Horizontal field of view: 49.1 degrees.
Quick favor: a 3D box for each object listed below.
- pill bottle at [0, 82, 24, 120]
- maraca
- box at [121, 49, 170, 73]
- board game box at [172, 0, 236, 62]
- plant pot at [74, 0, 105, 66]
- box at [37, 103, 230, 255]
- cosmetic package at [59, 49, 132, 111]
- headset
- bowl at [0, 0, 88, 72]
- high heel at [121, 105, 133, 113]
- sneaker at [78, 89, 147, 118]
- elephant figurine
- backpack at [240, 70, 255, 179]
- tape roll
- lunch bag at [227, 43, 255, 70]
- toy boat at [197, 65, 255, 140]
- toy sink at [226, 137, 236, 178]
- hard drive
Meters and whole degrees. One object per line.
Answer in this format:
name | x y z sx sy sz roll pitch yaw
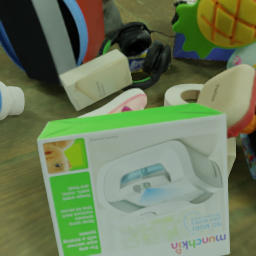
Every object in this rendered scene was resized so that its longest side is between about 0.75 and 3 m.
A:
pill bottle | -3.460 -0.645 6.645 0.989 0.989 1.763 37 26 32
maraca | 2.572 -2.946 7.350 2.884 1.977 1.543 -18 23 36
box | 0.548 -2.147 8.891 1.522 0.533 0.489 -8 43 -9
board game box | 2.784 -3.694 9.901 2.254 1.369 2.827 7 44 7
plant pot | -2.025 -3.464 8.909 2.477 2.479 2.185 13 38 20
box | 0.119 0.883 4.323 2.475 2.184 1.196 -7 13 -6
cosmetic package | -0.759 -1.182 6.867 1.579 0.817 0.577 -30 48 -12
headset | 0.524 -2.366 7.899 1.850 1.407 2.996 44 71 10
bowl | -2.424 -2.689 7.795 2.880 2.880 0.565 16 40 16
high heel | 0.223 -0.151 5.669 0.849 0.286 0.407 38 19 -13
sneaker | -0.147 0.162 6.220 1.469 1.058 2.810 46 41 9
elephant figurine | -1.215 -4.720 10.029 2.081 2.683 1.898 -28 50 -26
backpack | 3.896 -0.011 5.747 2.626 1.766 2.397 1 44 2
tape roll | 1.785 -0.675 7.338 1.673 0.306 1.673 0 34 0
lunch bag | 4.546 -2.083 8.010 2.396 1.715 2.813 36 62 28
toy boat | 2.068 -0.346 5.441 1.181 1.179 1.806 42 52 -20
toy sink | 1.804 0.336 6.042 0.754 0.877 1.346 9 45 10
hard drive | -2.393 -2.418 7.174 1.917 2.843 0.602 16 46 31
